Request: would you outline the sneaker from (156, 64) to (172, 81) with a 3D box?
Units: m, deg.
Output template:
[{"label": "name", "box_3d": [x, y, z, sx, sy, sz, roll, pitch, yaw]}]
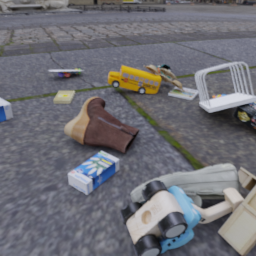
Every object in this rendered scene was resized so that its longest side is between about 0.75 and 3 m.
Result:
[{"label": "sneaker", "box_3d": [2.076, -3.368, 16.271, 0.709, 0.794, 1.987, -8, 30, -14]}]

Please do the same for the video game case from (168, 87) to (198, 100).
[{"label": "video game case", "box_3d": [2.772, -1.729, 13.967, 1.230, 0.141, 1.119, 16, 32, 25]}]

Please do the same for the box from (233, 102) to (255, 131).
[{"label": "box", "box_3d": [5.410, -0.284, 10.406, 1.846, 0.534, 2.323, -22, 48, -35]}]

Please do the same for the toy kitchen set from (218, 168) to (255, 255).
[{"label": "toy kitchen set", "box_3d": [2.856, 1.944, 6.683, 1.655, 1.493, 1.350, 29, 10, -48]}]

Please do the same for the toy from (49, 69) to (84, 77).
[{"label": "toy", "box_3d": [-3.579, -3.163, 16.236, 1.827, 0.431, 1.052, -15, 20, -38]}]

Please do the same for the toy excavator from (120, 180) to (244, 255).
[{"label": "toy excavator", "box_3d": [1.283, 1.940, 6.188, 2.237, 2.175, 1.117, 31, 19, -40]}]

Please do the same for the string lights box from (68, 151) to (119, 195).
[{"label": "string lights box", "box_3d": [-0.973, 1.278, 8.147, 0.729, 0.418, 1.419, 21, 35, 30]}]

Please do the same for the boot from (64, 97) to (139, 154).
[{"label": "boot", "box_3d": [-0.721, -0.122, 10.399, 2.366, 1.029, 2.844, 16, 33, 12]}]

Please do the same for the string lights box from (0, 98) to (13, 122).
[{"label": "string lights box", "box_3d": [-5.997, -0.494, 11.112, 1.201, 0.689, 2.337, 24, 37, 37]}]

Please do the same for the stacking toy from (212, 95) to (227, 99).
[{"label": "stacking toy", "box_3d": [4.228, -1.360, 13.055, 0.494, 0.467, 0.850, 6, 13, -28]}]

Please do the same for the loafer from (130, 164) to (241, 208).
[{"label": "loafer", "box_3d": [1.481, 1.597, 6.928, 2.823, 0.987, 0.985, -10, 69, -8]}]

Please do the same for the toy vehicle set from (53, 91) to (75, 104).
[{"label": "toy vehicle set", "box_3d": [-3.064, -1.491, 13.493, 0.771, 0.164, 1.241, 0, 29, 1]}]

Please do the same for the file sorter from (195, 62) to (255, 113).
[{"label": "file sorter", "box_3d": [3.753, -1.696, 11.289, 1.749, 1.570, 2.521, -15, 9, 9]}]

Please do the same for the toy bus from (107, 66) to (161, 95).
[{"label": "toy bus", "box_3d": [0.284, -2.383, 13.972, 2.531, 0.991, 0.824, 13, 28, -11]}]

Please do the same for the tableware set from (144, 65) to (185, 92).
[{"label": "tableware set", "box_3d": [1.870, -2.533, 14.010, 1.851, 0.257, 2.216, 32, 3, -39]}]
